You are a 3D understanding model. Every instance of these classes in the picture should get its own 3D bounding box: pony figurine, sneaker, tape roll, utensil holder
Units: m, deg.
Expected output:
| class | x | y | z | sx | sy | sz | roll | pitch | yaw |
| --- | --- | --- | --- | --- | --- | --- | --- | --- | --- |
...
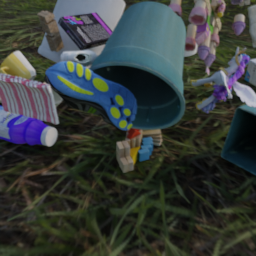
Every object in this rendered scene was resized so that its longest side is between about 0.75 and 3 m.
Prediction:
| class | x | y | z | sx | sy | sz | roll | pitch | yaw |
| --- | --- | --- | --- | --- | --- | --- | --- | --- | --- |
| pony figurine | 2.525 | -1.105 | 7.351 | 1.411 | 1.694 | 1.635 | 19 | 52 | -32 |
| sneaker | -0.762 | -0.725 | 6.459 | 1.056 | 2.549 | 0.904 | 12 | 77 | 51 |
| tape roll | 2.956 | -4.893 | 16.811 | 2.381 | 0.435 | 2.381 | 0 | 36 | 0 |
| sneaker | -1.080 | -1.673 | 6.801 | 0.461 | 0.404 | 1.150 | 6 | 18 | 32 |
| utensil holder | -1.772 | -3.817 | 10.796 | 2.548 | 2.998 | 2.548 | 22 | 12 | -5 |

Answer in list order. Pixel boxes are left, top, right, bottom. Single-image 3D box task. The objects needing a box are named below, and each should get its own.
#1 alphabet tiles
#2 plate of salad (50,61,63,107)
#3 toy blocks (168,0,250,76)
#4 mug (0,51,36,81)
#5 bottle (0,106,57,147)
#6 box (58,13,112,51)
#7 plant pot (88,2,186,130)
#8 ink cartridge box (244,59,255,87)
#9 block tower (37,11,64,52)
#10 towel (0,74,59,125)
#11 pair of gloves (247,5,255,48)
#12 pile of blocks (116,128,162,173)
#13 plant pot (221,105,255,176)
| class | x | y | z | sx | sy | sz | roll | pitch | yaw |
| --- | --- | --- | --- | --- | --- | --- | --- | --- | --- |
| alphabet tiles | -4.298 | -1.413 | 12.225 | 2.344 | 0.171 | 2.292 | 2 | 35 | 2 |
| plate of salad | -2.072 | -1.327 | 8.258 | 0.412 | 1.716 | 1.716 | 26 | 41 | 7 |
| toy blocks | 2.950 | -3.566 | 10.245 | 2.756 | 2.576 | 2.320 | 2 | 70 | 31 |
| mug | -3.021 | -1.516 | 7.671 | 0.750 | 0.732 | 0.914 | 44 | 61 | -8 |
| bottle | -3.766 | -0.013 | 9.661 | 2.744 | 0.896 | 1.146 | 15 | 40 | 20 |
| box | -1.239 | -3.072 | 8.833 | 1.156 | 0.292 | 1.617 | 51 | 43 | 6 |
| plant pot | 0.370 | -1.714 | 7.471 | 2.650 | 2.650 | 2.596 | 9 | 60 | 12 |
| ink cartridge box | 6.370 | -2.467 | 12.934 | 1.038 | 1.043 | 1.421 | -13 | 39 | -18 |
| block tower | -2.475 | -3.095 | 9.078 | 0.390 | 1.350 | 0.365 | 28 | 60 | 24 |
| towel | -2.120 | -0.570 | 5.785 | 1.378 | 1.009 | 0.206 | 14 | 47 | 15 |
| pair of gloves | 3.862 | -2.786 | 7.578 | 1.344 | 1.143 | 0.236 | -11 | 10 | -13 |
| pile of blocks | 0.482 | 0.203 | 9.348 | 1.226 | 0.928 | 2.986 | 10 | 38 | 14 |
| plant pot | 4.518 | 0.155 | 8.778 | 1.779 | 1.780 | 2.518 | 31 | 38 | 35 |
